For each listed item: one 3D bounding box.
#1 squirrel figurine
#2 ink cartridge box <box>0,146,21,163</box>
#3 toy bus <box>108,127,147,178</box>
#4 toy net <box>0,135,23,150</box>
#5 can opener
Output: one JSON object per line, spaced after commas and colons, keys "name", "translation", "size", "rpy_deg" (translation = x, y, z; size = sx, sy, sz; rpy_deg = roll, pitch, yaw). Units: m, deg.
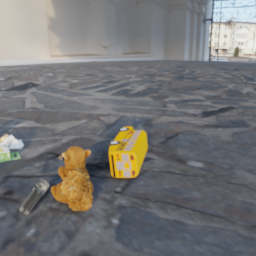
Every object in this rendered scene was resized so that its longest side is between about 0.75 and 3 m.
{"name": "squirrel figurine", "translation": [-1.252, 1.217, 6.905], "size": [1.057, 1.394, 1.493], "rpy_deg": [2, 21, -24]}
{"name": "ink cartridge box", "translation": [-4.365, 0.906, 9.576], "size": [1.197, 0.355, 0.621], "rpy_deg": [-10, 21, -27]}
{"name": "toy bus", "translation": [0.020, 0.685, 9.179], "size": [1.019, 0.847, 2.603], "rpy_deg": [-3, 16, 13]}
{"name": "toy net", "translation": [-5.200, 0.388, 10.868], "size": [2.604, 0.503, 1.366], "rpy_deg": [12, 22, 30]}
{"name": "can opener", "translation": [-2.360, 1.738, 7.032], "size": [0.287, 0.360, 1.078], "rpy_deg": [38, 36, -9]}
